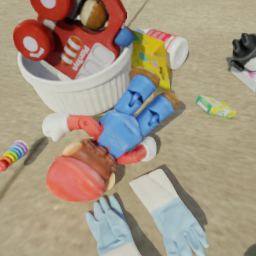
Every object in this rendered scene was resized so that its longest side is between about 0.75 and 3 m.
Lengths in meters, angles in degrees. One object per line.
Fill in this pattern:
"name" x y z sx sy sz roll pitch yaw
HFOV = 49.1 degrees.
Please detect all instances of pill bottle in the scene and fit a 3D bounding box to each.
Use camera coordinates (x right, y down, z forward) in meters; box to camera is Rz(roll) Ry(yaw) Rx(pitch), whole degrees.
"pill bottle" 1.003 -2.765 9.557 1.854 1.041 1.041 29 49 29

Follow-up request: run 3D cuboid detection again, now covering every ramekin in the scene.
"ramekin" -1.256 -1.620 7.534 2.898 1.521 2.898 -5 50 6

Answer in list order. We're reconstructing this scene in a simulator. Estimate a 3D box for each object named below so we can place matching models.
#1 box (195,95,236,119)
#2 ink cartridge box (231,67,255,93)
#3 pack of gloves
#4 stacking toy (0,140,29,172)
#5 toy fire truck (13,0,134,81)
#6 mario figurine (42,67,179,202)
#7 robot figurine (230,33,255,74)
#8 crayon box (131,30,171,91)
"box" 2.340 -0.541 7.315 1.060 0.256 0.622 6 32 -30
"ink cartridge box" 4.470 -1.605 8.733 1.771 0.391 1.804 -10 40 -12
"pack of gloves" 0.251 1.773 4.796 1.715 0.403 2.041 -24 35 -7
"stacking toy" -2.389 0.587 5.689 0.367 0.367 0.859 10 28 12
"toy fire truck" -1.129 -2.325 6.623 2.310 2.751 1.543 33 39 -12
"mario figurine" -0.465 0.162 5.691 1.840 1.580 2.982 41 78 18
"robot figurine" 3.632 -2.130 8.109 1.422 0.887 1.069 25 -1 -31
"crayon box" 0.442 -2.129 8.475 2.259 1.434 0.574 33 73 29
